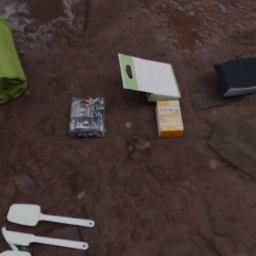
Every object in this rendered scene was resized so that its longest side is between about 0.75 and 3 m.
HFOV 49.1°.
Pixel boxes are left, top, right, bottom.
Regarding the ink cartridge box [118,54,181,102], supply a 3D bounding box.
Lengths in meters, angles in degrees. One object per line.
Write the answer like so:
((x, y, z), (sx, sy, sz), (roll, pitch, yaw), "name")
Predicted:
((0.793, -1.989, 11.547), (2.535, 0.608, 1.844), (5, 57, -22), "ink cartridge box")

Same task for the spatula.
((-2.488, 3.463, 8.699), (2.747, 0.221, 1.910), (9, 57, -6), "spatula")

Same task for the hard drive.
((4.808, -2.205, 11.733), (2.345, 0.496, 1.582), (-11, 81, -21), "hard drive")

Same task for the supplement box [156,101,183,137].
((1.618, -0.367, 11.102), (0.893, 0.521, 1.417), (-2, 58, -2), "supplement box")

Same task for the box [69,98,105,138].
((-1.615, -0.431, 11.189), (1.335, 0.421, 1.693), (-2, 58, -2), "box")

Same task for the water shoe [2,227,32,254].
((-3.483, 3.555, 8.812), (0.479, 0.434, 1.215), (-35, 74, -25), "water shoe")

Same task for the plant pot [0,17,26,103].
((-5.530, -2.564, 11.381), (2.882, 2.882, 2.737), (-29, 75, -17), "plant pot")
